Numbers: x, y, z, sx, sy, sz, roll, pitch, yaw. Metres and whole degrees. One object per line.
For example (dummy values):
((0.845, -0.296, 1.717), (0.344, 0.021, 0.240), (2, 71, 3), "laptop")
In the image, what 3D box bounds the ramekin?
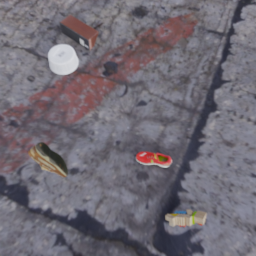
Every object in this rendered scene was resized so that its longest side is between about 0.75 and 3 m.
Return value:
((-3.051, -3.223, 13.057), (1.383, 0.674, 1.383), (0, 63, 0), "ramekin")

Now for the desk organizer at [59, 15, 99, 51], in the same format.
((-2.388, -4.717, 13.814), (1.961, 0.703, 0.755), (35, 66, 16), "desk organizer")

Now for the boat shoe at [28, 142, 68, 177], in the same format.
((-2.615, 1.103, 9.210), (0.599, 1.622, 0.614), (-27, 38, 10), "boat shoe")

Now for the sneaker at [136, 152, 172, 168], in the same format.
((1.000, 1.140, 10.870), (1.408, 0.598, 0.542), (7, 63, 4), "sneaker")

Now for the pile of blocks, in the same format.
((2.058, 3.258, 9.955), (1.445, 0.593, 0.449), (-2, 106, 9), "pile of blocks")
